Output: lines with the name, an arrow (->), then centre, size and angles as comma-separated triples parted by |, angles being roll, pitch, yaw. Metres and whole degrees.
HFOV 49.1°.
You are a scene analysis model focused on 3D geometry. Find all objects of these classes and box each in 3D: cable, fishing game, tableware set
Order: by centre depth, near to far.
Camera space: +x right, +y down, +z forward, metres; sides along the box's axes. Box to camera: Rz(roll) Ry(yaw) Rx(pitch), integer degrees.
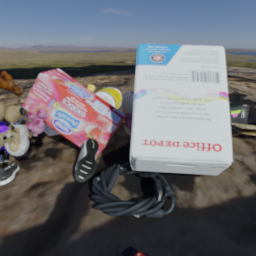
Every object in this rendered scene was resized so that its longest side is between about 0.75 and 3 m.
cable -> 0.025, 1.368, 6.323 | 1.728, 0.538, 2.118 | -8, 21, -9
tableware set -> 4.928, 0.236, 9.830 | 2.308, 0.462, 1.525 | 6, 6, 0
fishing game -> -4.729, -0.337, 10.304 | 2.226, 0.346, 1.594 | -5, -22, -5

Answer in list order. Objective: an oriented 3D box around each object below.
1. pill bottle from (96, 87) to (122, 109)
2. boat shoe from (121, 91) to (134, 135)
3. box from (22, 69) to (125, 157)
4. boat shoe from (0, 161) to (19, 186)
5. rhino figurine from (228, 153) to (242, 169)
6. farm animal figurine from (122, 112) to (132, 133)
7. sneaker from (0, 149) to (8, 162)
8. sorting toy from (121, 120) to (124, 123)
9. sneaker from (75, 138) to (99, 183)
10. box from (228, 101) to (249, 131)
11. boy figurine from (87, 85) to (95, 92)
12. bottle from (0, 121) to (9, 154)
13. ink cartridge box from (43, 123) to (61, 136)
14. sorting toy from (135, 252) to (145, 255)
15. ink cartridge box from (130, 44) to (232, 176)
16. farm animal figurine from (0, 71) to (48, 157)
pill bottle -> -0.963, -1.254, 13.181 | 1.209, 1.209, 2.173 | 3, 18, 10
boat shoe -> 0.159, -0.567, 10.051 | 0.627, 1.745, 0.519 | 26, 43, 38
box -> -1.617, -0.508, 8.703 | 2.728, 1.302, 1.360 | 35, 19, -2
boat shoe -> -3.111, 1.034, 7.112 | 0.484, 0.395, 1.310 | -20, 15, -8
rhino figurine -> 2.402, 0.549, 8.057 | 0.852, 0.582, 1.948 | 19, 12, -10
farm animal figurine -> 0.937, -0.177, 8.853 | 1.147, 1.843, 2.282 | 26, 18, -31
sneaker -> -3.590, 0.955, 7.537 | 0.394, 0.438, 1.125 | 0, 18, 0
sorting toy -> 1.077, -0.552, 12.076 | 2.201, 0.434, 2.378 | 9, 23, 26
sneaker -> -1.084, 0.885, 7.252 | 0.485, 0.520, 1.311 | 27, 41, -14
box -> 3.949, -0.562, 11.467 | 1.112, 0.931, 1.497 | -10, 20, -28
boy figurine -> -2.093, -1.720, 14.429 | 0.483, 0.931, 1.498 | 14, 55, 1
bottle -> -3.993, 0.281, 8.720 | 2.340, 0.978, 0.764 | 16, 37, 39
ink cartridge box -> -2.747, -0.744, 11.593 | 2.065, 1.203, 2.853 | -10, 20, -28
sorting toy -> 0.440, 2.236, 3.875 | 1.348, 0.228, 0.650 | 14, 22, 35
ink cartridge box -> 1.177, -0.426, 6.648 | 2.106, 2.914, 1.234 | 3, -24, 3
farm animal figurine -> -3.311, -0.147, 7.538 | 2.062, 1.284, 2.553 | -36, 63, -11
